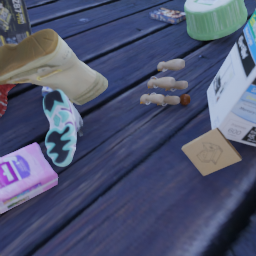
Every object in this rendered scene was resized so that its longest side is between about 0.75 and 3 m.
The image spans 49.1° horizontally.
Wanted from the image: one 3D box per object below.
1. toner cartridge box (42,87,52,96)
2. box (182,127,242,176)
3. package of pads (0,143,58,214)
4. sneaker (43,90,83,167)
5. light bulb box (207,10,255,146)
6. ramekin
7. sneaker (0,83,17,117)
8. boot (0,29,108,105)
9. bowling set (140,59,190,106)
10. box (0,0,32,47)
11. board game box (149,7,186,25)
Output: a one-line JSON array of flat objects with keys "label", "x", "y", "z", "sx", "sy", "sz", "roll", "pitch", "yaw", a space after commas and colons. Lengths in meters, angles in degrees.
[{"label": "toner cartridge box", "x": -2.100, "y": -1.306, "z": 8.199, "sx": 0.514, "sy": 0.234, "sz": 1.083, "roll": 10, "pitch": 46, "yaw": -2}, {"label": "box", "x": 1.599, "y": 0.485, "z": 5.468, "sx": 0.753, "sy": 0.921, "sz": 0.098, "roll": 51, "pitch": 44, "yaw": -1}, {"label": "package of pads", "x": -2.211, "y": 0.981, "z": 5.314, "sx": 1.515, "sy": 0.573, "sz": 0.913, "roll": -26, "pitch": 56, "yaw": -27}, {"label": "sneaker", "x": -1.275, "y": 0.095, "z": 6.157, "sx": 0.654, "sy": 1.178, "sz": 1.684, "roll": -13, "pitch": 69, "yaw": 12}, {"label": "light bulb box", "x": 3.317, "y": -0.903, "z": 5.602, "sx": 2.507, "sy": 2.529, "sz": 1.578, "roll": 14, "pitch": 45, "yaw": -6}, {"label": "ramekin", "x": 3.348, "y": -4.617, "z": 10.945, "sx": 2.344, "sy": 1.145, "sz": 2.344, "roll": -16, "pitch": 44, "yaw": 17}, {"label": "sneaker", "x": -3.746, "y": -0.830, "z": 7.424, "sx": 1.008, "sy": 0.955, "sz": 2.454, "roll": -21, "pitch": 35, "yaw": 24}, {"label": "boot", "x": -2.055, "y": -1.240, "z": 6.882, "sx": 2.662, "sy": 2.069, "sz": 0.969, "roll": -11, "pitch": 65, "yaw": 31}, {"label": "bowling set", "x": 1.073, "y": -0.964, "z": 7.622, "sx": 0.873, "sy": 1.132, "sz": 1.626, "roll": 6, "pitch": 54, "yaw": 50}, {"label": "box", "x": -3.829, "y": -2.544, "z": 7.913, "sx": 2.180, "sy": 2.704, "sz": 0.664, "roll": -12, "pitch": 58, "yaw": -13}, {"label": "board game box", "x": 1.870, "y": -5.217, "z": 13.011, "sx": 1.468, "sy": 0.254, "sz": 0.995, "roll": 28, "pitch": 48, "yaw": 29}]
